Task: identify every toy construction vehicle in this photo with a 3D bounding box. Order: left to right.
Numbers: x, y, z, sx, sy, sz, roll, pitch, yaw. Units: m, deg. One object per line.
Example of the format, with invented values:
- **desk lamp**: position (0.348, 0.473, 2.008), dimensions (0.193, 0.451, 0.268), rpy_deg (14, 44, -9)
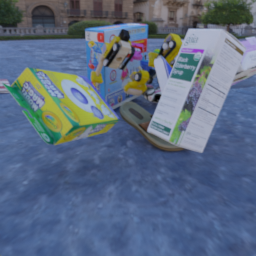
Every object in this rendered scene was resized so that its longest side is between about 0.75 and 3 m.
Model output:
- **toy construction vehicle**: position (0.222, -2.063, 8.534), dimensions (2.180, 2.504, 0.882), rpy_deg (3, 60, -30)

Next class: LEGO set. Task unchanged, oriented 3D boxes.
- **LEGO set**: position (1.051, -2.109, 9.684), dimensions (2.287, 0.872, 0.939), rpy_deg (14, 64, 13)

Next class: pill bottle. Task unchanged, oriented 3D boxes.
- **pill bottle**: position (2.149, -2.458, 11.603), dimensions (1.532, 1.532, 2.681), rpy_deg (7, -7, 16)

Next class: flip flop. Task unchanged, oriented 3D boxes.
- **flip flop**: position (0.722, -0.146, 7.578), dimensions (2.215, 0.638, 0.898), rpy_deg (37, 44, 20)

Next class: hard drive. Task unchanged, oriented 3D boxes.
- **hard drive**: position (1.356, -1.006, 8.245), dimensions (0.300, 1.559, 2.363), rpy_deg (-16, -7, 18)

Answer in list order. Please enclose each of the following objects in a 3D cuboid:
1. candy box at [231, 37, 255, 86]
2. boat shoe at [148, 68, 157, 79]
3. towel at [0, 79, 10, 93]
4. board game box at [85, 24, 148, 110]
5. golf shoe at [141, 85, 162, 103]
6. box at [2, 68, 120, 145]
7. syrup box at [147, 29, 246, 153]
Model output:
- **candy box**: position (2.523, -1.508, 7.219), dimensions (1.749, 0.746, 2.085), rpy_deg (-18, -5, -32)
- **boat shoe**: position (0.732, -2.480, 12.090), dimensions (0.541, 0.452, 1.451), rpy_deg (-47, 43, -1)
- **towel**: position (-6.619, -1.978, 13.576), dimensions (1.662, 0.262, 2.307), rpy_deg (-8, 24, -25)
- **board game box**: position (-0.339, -2.321, 10.456), dimensions (0.795, 2.784, 2.843), rpy_deg (16, 28, 29)
- **golf shoe**: position (1.233, -1.267, 11.237), dimensions (1.690, 0.614, 0.778), rpy_deg (-8, 53, -46)
- **box**: position (-1.282, -0.492, 5.977), dimensions (1.505, 0.621, 2.566), rpy_deg (51, 22, 9)
- **syrup box**: position (1.347, -0.746, 5.615), dimensions (0.921, 2.262, 0.891), rpy_deg (17, 7, -36)
